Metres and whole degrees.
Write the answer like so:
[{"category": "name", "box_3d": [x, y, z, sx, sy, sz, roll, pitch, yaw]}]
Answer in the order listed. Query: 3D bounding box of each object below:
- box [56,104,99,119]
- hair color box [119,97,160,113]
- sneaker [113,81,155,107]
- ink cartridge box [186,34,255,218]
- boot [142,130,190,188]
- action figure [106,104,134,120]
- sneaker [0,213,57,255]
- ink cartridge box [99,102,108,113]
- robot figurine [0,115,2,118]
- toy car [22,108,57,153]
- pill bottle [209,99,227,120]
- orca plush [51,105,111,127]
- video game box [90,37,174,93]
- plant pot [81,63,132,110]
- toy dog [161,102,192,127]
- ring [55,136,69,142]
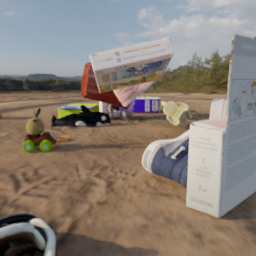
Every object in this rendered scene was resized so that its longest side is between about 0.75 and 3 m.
[{"category": "box", "box_3d": [-2.526, -0.872, 14.556, 1.594, 0.623, 2.614, 1, 10, 6]}, {"category": "hair color box", "box_3d": [0.538, -1.404, 16.936, 2.737, 0.887, 1.496, -1, 9, 7]}, {"category": "sneaker", "box_3d": [0.299, -1.914, 11.340, 2.112, 1.104, 0.795, -40, 10, 7]}, {"category": "ink cartridge box", "box_3d": [2.091, -0.142, 4.870, 0.632, 2.520, 2.904, 10, 14, 44]}, {"category": "boot", "box_3d": [1.448, 0.638, 5.894, 1.085, 0.874, 2.402, 25, 27, 38]}, {"category": "action figure", "box_3d": [-0.440, -0.744, 13.934, 1.223, 0.652, 1.879, 4, 15, -26]}, {"category": "sneaker", "box_3d": [-1.094, 1.151, 2.683, 0.761, 0.770, 1.940, -8, 11, -30]}, {"category": "ink cartridge box", "box_3d": [-1.461, -1.291, 16.768, 0.404, 0.693, 0.957, -3, 10, -15]}, {"category": "robot figurine", "box_3d": [-6.822, -0.824, 13.987, 0.916, 0.742, 1.273, -5, 11, -15]}, {"category": "toy car", "box_3d": [-2.505, 0.027, 7.923, 0.901, 1.142, 0.938, -1, 10, -5]}, {"category": "pill bottle", "box_3d": [3.802, -0.184, 7.854, 2.820, 1.561, 1.561, 5, 11, 23]}, {"category": "orca plush", "box_3d": [-2.024, -0.563, 12.020, 2.506, 0.891, 1.319, 1, 10, 5]}, {"category": "video game box", "box_3d": [0.070, -1.849, 8.738, 2.269, 0.583, 2.491, -11, -6, -3]}, {"category": "plant pot", "box_3d": [-1.060, -2.163, 13.707, 2.256, 2.320, 2.320, 5, 8, -18]}, {"category": "toy dog", "box_3d": [1.930, -0.532, 11.314, 1.264, 0.909, 1.303, 25, 1, 25]}, {"category": "ring", "box_3d": [-2.297, 0.370, 9.105, 0.760, 0.073, 0.760, -1, 10, 0]}]
